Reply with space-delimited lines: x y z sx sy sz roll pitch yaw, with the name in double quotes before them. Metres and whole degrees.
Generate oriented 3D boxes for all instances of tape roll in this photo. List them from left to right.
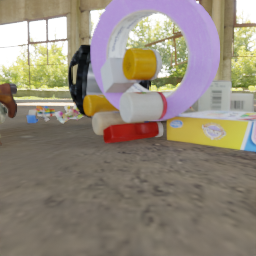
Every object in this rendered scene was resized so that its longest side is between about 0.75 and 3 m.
"tape roll" 0.482 -1.382 5.438 2.402 2.402 0.788 3 19 25

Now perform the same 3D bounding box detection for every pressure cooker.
"pressure cooker" -0.566 -1.340 8.400 2.501 2.200 2.234 5 -12 5

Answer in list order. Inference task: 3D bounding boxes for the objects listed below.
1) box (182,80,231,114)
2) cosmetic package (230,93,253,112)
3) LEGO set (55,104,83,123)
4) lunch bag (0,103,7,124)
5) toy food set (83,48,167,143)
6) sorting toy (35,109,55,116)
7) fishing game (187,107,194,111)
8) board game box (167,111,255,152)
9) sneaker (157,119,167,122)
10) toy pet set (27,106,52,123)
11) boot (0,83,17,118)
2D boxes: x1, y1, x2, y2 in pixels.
"box" 3.048 -1.136 11.220 1.226 1.439 2.251 -1 7 -5
"cosmetic package" 4.720 -1.121 13.002 1.391 0.982 2.686 1 8 7
"LEGO set" -1.680 -0.722 9.252 0.575 0.711 1.546 3 49 36
"lunch bag" -3.381 -0.272 6.002 1.261 0.879 1.058 -19 -9 -6
"toy food set" 0.148 -0.491 5.528 1.292 1.371 2.871 -5 -14 -25
"sorting toy" -3.650 -0.688 12.239 0.846 0.294 0.841 1 7 11
"fishing game" 0.903 -0.437 6.519 1.200 0.187 0.859 -4 -8 21
"board game box" 2.389 0.006 5.673 2.572 0.519 1.968 7 10 42
"sneaker" 1.102 -0.847 10.550 0.934 1.024 2.498 -2 7 -15
"toy pet set" -2.951 -0.382 9.277 0.726 0.413 0.778 0 -20 0
"boot" -3.158 -0.636 6.676 0.940 0.885 0.322 -8 26 -40
